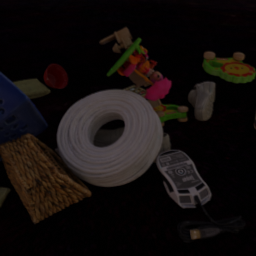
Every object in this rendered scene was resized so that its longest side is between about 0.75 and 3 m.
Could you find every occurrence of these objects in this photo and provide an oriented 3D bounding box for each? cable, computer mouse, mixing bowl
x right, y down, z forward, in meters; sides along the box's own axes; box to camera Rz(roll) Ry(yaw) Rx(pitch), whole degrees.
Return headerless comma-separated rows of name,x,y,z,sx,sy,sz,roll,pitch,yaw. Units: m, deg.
cable,-0.534,0.170,7.875,2.913,1.008,2.912,-44,56,-12
computer mouse,1.530,1.599,7.032,1.485,0.594,2.708,-13,39,-11
mixing bowl,-3.446,-2.297,12.948,0.626,1.156,1.156,-14,19,39

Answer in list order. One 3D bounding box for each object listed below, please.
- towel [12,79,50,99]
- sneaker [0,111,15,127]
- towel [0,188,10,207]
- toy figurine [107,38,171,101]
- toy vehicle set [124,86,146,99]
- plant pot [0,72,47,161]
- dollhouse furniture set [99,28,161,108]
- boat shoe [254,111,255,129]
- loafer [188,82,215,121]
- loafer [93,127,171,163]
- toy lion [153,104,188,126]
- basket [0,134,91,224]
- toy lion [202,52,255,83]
towel,-4.699,-1.619,12.315,2.146,0.392,1.592,-19,37,-31
sneaker,-4.354,-0.371,9.913,2.467,0.912,1.015,20,40,38
towel,-3.497,1.833,6.974,0.759,0.187,1.023,2,32,5
toy figurine,0.516,-1.583,8.209,1.688,1.377,1.834,41,36,-13
toy vehicle set,0.036,-1.359,12.069,1.639,0.217,1.019,-27,41,-36
plant pot,-3.880,-0.392,7.647,2.243,2.243,2.017,41,74,10
dollhouse furniture set,-0.066,-1.856,9.598,1.295,2.925,1.516,-23,3,12
boat shoe,4.988,-0.406,10.200,0.664,0.584,1.866,12,35,15
loafer,2.836,-1.064,11.006,0.974,0.976,2.792,2,26,21
loafer,-0.084,0.331,8.628,2.800,0.977,0.979,7,33,12
toy lion,1.257,-0.618,10.703,1.590,0.546,1.524,-11,26,-18
basket,-2.126,0.979,7.094,1.572,1.506,2.110,-22,38,-29
toy lion,5.150,-3.027,14.366,2.452,0.842,2.351,4,40,7
